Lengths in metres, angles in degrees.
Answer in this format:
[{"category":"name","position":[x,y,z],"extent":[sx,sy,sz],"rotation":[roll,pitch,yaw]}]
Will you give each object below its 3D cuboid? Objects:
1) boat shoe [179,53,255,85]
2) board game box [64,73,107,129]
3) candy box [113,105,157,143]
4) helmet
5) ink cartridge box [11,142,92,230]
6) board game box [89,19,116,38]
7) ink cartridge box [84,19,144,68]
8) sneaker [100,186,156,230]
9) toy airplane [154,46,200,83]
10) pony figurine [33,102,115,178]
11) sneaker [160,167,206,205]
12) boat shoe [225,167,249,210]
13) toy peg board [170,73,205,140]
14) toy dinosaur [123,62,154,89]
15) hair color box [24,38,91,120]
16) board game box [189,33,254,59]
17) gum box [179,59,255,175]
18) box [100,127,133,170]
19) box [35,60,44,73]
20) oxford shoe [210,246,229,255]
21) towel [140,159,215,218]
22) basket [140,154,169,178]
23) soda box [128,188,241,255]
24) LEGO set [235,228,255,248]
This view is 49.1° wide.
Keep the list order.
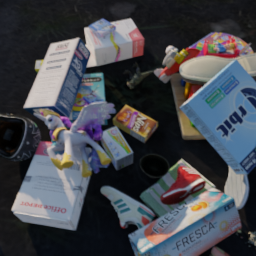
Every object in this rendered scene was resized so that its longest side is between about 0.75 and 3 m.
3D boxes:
[{"category":"boat shoe","position":[3.209,-1.814,9.395],"extent":[2.985,0.889,1.072],"rotation":[-6,61,3]},{"category":"board game box","position":[-1.637,-1.020,10.111],"extent":[1.615,0.502,2.139],"rotation":[-5,54,-4]},{"category":"candy box","position":[0.239,-0.148,9.553],"extent":[1.338,0.378,0.781],"rotation":[30,61,19]},{"category":"helmet","position":[-3.408,0.316,8.524],"extent":[1.449,1.520,1.520],"rotation":[20,54,-10]},{"category":"ink cartridge box","position":[-2.029,1.599,7.951],"extent":[1.616,0.913,2.205],"rotation":[8,54,5]},{"category":"board game box","position":[-1.052,-4.083,11.430],"extent":[0.798,0.173,0.794],"rotation":[38,62,25]},{"category":"ink cartridge box","position":[-0.845,-3.540,11.698],"extent":[2.631,0.888,1.532],"rotation":[-17,56,-12]},{"category":"sneaker","position":[-0.158,2.243,7.669],"extent":[1.763,0.621,0.824],"rotation":[23,74,25]},{"category":"toy airplane","position":[1.667,-2.438,10.420],"extent":[1.625,1.632,1.152],"rotation":[-26,90,-27]},{"category":"pony figurine","position":[-1.385,0.265,7.949],"extent":[2.191,1.890,2.270],"rotation":[1,43,-38]},{"category":"sneaker","position":[1.441,1.635,8.080],"extent":[1.404,0.550,0.811],"rotation":[-18,41,-15]},{"category":"boat shoe","position":[3.248,1.527,8.182],"extent":[0.646,0.557,1.795],"rotation":[-11,53,40]},{"category":"toy peg board","position":[3.209,-1.245,9.685],"extent":[2.955,1.445,2.943],"rotation":[-2,54,-3]},{"category":"toy dinosaur","position":[0.319,-2.058,10.830],"extent":[0.767,0.413,1.741],"rotation":[46,53,4]},{"category":"hair color box","position":[-2.357,-1.671,9.605],"extent":[1.386,0.839,2.772],"rotation":[-1,62,28]},{"category":"board game box","position":[3.956,-3.402,11.818],"extent":[2.757,0.537,2.179],"rotation":[-35,62,-23]},{"category":"gum box","position":[3.074,-0.324,7.944],"extent":[2.136,0.560,2.515],"rotation":[-40,90,-16]},{"category":"box","position":[-0.373,0.627,8.826],"extent":[0.586,0.650,1.155],"rotation":[-23,56,-16]},{"category":"box","position":[-3.263,-2.520,11.375],"extent":[0.932,0.226,0.547],"rotation":[-5,54,-1]},{"category":"oxford shoe","position":[2.735,3.777,6.629],"extent":[2.079,0.736,0.767],"rotation":[35,86,19]},{"category":"towel","position":[1.449,1.884,8.156],"extent":[1.849,0.216,1.410],"rotation":[-37,61,-24]},{"category":"basket","position":[0.766,1.173,8.192],"extent":[0.831,0.922,0.627],"rotation":[16,76,9]},{"category":"soda box","position":[1.434,2.591,7.000],"extent":[2.723,0.931,0.866],"rotation":[-24,15,-17]},{"category":"LEGO set","position":[3.255,2.921,7.433],"extent":[0.756,0.214,0.491],"rotation":[17,56,11]}]
